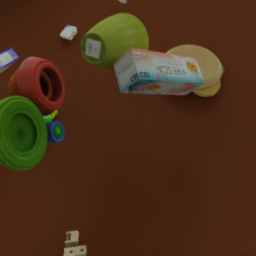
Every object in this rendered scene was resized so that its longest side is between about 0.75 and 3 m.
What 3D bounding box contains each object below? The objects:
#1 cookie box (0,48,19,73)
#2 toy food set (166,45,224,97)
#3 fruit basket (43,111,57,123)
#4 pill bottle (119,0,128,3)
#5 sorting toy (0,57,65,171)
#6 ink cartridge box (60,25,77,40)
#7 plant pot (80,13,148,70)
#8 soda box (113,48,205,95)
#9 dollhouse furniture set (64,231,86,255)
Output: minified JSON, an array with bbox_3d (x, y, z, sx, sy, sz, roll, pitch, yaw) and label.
[{"bbox_3d":[-4.519,-2.160,9.685,1.040,0.457,1.216,-29,21,23],"label":"cookie box"},{"bbox_3d":[2.653,-2.504,11.635,2.603,0.633,2.576,15,57,10],"label":"toy food set"},{"bbox_3d":[-3.109,-0.418,10.297,1.046,0.755,1.046,29,20,-12],"label":"fruit basket"},{"bbox_3d":[0.227,-5.502,9.695,2.118,1.186,1.186,-42,61,8],"label":"pill bottle"},{"bbox_3d":[-2.409,-0.263,6.344,1.208,1.769,2.944,-8,43,22],"label":"sorting toy"},{"bbox_3d":[-2.814,-4.430,13.172,0.470,0.275,0.811,17,57,12],"label":"ink cartridge box"},{"bbox_3d":[-0.580,-2.585,8.812,1.837,1.837,1.963,26,32,17],"label":"plant pot"},{"bbox_3d":[1.039,-1.648,8.687,2.928,0.931,1.001,-4,73,-39],"label":"soda box"},{"bbox_3d":[-1.410,3.386,7.739,0.595,0.599,0.850,-6,26,-5],"label":"dollhouse furniture set"}]
